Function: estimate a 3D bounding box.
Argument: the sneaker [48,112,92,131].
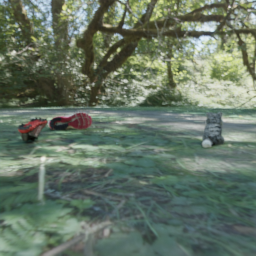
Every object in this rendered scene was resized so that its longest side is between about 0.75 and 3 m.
[{"bbox_3d":[-3.492,-0.423,16.896,2.627,1.059,0.981,-3,5,-22],"label":"sneaker"}]

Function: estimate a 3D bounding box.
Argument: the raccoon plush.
[{"bbox_3d":[3.555,0.025,11.602,0.960,1.329,1.984,2,7,14],"label":"raccoon plush"}]

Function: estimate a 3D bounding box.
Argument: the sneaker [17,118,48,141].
[{"bbox_3d":[-4.219,0.085,12.541,0.630,0.871,1.783,6,20,16],"label":"sneaker"}]
